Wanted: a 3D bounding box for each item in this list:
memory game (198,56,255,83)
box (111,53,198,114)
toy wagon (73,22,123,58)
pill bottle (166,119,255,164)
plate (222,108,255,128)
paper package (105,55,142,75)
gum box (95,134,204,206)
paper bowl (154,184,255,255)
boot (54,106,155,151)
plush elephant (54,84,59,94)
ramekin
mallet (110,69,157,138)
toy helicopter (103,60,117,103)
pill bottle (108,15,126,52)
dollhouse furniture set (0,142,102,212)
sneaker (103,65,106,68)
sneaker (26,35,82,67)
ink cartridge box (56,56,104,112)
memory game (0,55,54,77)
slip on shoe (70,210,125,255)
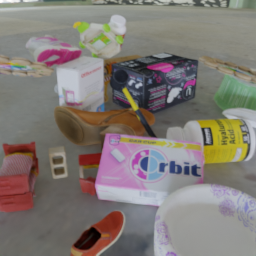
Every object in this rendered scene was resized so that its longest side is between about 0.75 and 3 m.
[{"bbox_3d":[3.569,-1.928,9.293,2.561,0.163,2.561,14,24,-7],"label":"memory game"},{"bbox_3d":[1.036,-1.777,10.973,2.915,1.673,1.926,-21,34,-35],"label":"box"},{"bbox_3d":[-1.054,-3.008,9.362,1.344,1.732,0.343,-18,50,40],"label":"toy wagon"},{"bbox_3d":[2.177,0.375,7.622,2.131,1.186,1.186,-4,29,-4],"label":"pill bottle"},{"bbox_3d":[4.096,-0.176,8.422,2.161,0.349,2.156,18,4,29],"label":"plate"},{"bbox_3d":[0.091,-2.781,13.483,1.872,0.969,1.785,-17,33,-26],"label":"paper package"},{"bbox_3d":[0.564,0.986,6.397,2.377,0.786,1.349,5,53,5],"label":"gum box"},{"bbox_3d":[1.473,2.023,4.750,2.087,1.085,2.087,0,29,0],"label":"paper bowl"},{"bbox_3d":[-0.725,-0.305,8.936,2.838,1.088,2.204,16,32,29],"label":"boot"},{"bbox_3d":[-2.078,-2.204,11.956,1.908,1.571,1.477,15,32,-36],"label":"plush elephant"},{"bbox_3d":[4.524,-1.317,10.327,2.384,1.164,2.384,6,33,-4],"label":"ramekin"},{"bbox_3d":[0.156,-0.542,7.511,0.444,2.159,0.711,-31,7,-13],"label":"mallet"},{"bbox_3d":[-1.010,-1.846,11.059,1.125,1.701,0.671,3,1,-26],"label":"toy helicopter"},{"bbox_3d":[-0.467,-3.385,10.139,0.687,1.225,0.687,8,52,-10],"label":"pill bottle"},{"bbox_3d":[-1.733,1.018,6.604,2.473,1.006,1.331,-5,30,-10],"label":"dollhouse furniture set"},{"bbox_3d":[-1.628,-3.116,14.520,0.939,0.657,1.626,-8,37,-22],"label":"sneaker"},{"bbox_3d":[-2.361,-2.526,9.092,0.995,0.918,2.256,45,20,11],"label":"sneaker"},{"bbox_3d":[-1.556,-1.236,9.530,0.882,2.084,1.506,17,33,22],"label":"ink cartridge box"},{"bbox_3d":[-3.123,-1.618,7.476,2.239,0.143,2.239,4,0,0],"label":"memory game"},{"bbox_3d":[-0.544,2.041,5.402,0.531,0.439,1.435,18,33,33],"label":"slip on shoe"}]
